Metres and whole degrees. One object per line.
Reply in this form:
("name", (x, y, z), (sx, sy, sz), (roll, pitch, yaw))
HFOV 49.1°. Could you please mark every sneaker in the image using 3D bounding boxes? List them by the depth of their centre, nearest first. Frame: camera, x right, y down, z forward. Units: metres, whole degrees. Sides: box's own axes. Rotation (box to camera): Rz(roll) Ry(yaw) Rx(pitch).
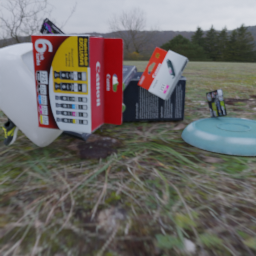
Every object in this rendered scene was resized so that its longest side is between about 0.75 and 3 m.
("sneaker", (-2.812, 0.045, 6.607), (0.349, 0.825, 0.307), (11, 23, -50))

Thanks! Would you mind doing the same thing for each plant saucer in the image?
("plant saucer", (3.107, 0.134, 8.284), (2.992, 0.410, 2.992), (0, 16, 0))

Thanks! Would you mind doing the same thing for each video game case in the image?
("video game case", (-1.276, -0.985, 9.131), (2.126, 0.282, 2.977), (13, 59, 40))

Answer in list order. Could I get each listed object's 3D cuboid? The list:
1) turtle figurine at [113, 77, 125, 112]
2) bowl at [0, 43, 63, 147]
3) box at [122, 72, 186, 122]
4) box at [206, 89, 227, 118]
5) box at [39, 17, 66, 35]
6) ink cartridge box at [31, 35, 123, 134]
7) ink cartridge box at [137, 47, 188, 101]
("turtle figurine", (-1.243, -1.383, 8.093), (2.496, 1.796, 2.420), (3, 39, -43))
("bowl", (-2.281, -1.091, 7.293), (0.968, 2.593, 2.590), (-32, 16, 18))
("box", (0.696, -1.311, 10.924), (2.560, 1.614, 2.604), (0, 16, -1))
("box", (2.881, -0.785, 9.161), (0.194, 0.878, 0.703), (-12, 2, -14))
("box", (-1.747, -2.229, 6.911), (0.901, 0.163, 0.644), (39, -20, -18))
("ink cartridge box", (-0.963, -0.889, 5.567), (1.607, 1.830, 0.767), (5, 18, 16))
("ink cartridge box", (1.045, -1.780, 8.984), (1.245, 1.434, 0.312), (31, 11, 24))
